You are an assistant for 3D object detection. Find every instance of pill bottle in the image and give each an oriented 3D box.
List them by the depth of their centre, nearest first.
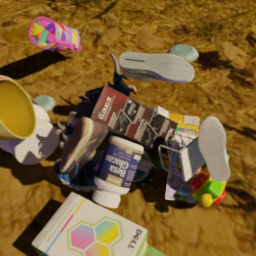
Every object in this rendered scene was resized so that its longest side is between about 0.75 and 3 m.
[{"bbox_3d":[-0.309,1.115,7.115,0.925,0.925,1.666,19,87,17],"label":"pill bottle"},{"bbox_3d":[-3.606,-0.270,8.924,1.735,1.735,2.995,-33,56,-28],"label":"pill bottle"}]

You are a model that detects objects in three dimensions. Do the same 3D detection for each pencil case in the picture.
[{"bbox_3d":[-2.798,-3.596,11.147,1.224,1.224,2.770,10,13,10],"label":"pencil case"}]

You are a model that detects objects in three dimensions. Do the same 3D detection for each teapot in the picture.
[{"bbox_3d":[-1.679,-0.054,9.380,0.689,0.931,0.943,11,63,-17],"label":"teapot"}]

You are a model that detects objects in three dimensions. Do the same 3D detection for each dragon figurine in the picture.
[{"bbox_3d":[-1.559,0.099,7.635,0.459,1.561,0.776,18,48,28],"label":"dragon figurine"},{"bbox_3d":[-0.382,-1.321,9.097,0.995,2.002,0.589,-24,26,15],"label":"dragon figurine"}]

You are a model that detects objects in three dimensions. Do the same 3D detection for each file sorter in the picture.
[{"bbox_3d":[1.476,0.539,7.063,1.234,0.856,0.768,-34,35,-30],"label":"file sorter"}]

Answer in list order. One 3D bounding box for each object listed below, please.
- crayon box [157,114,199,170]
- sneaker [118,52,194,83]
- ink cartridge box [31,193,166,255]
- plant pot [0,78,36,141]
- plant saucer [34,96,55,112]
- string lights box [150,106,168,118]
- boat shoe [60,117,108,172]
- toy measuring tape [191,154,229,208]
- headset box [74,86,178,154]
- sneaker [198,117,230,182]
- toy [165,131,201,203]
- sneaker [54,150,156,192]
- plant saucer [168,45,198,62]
[{"bbox_3d":[1.628,0.442,9.021,1.182,0.580,1.990,8,48,8],"label":"crayon box"},{"bbox_3d":[0.792,-1.664,7.984,2.143,0.758,0.782,15,77,10],"label":"sneaker"},{"bbox_3d":[-0.513,2.878,6.479,2.968,0.880,1.541,22,50,20],"label":"ink cartridge box"},{"bbox_3d":[-3.303,-0.309,7.135,1.131,1.593,1.593,-19,44,14],"label":"plant pot"},{"bbox_3d":[-3.292,-0.949,10.659,0.973,0.187,0.973,0,46,0],"label":"plant saucer"},{"bbox_3d":[0.737,-0.394,9.342,1.103,0.567,0.325,-11,67,43],"label":"string lights box"},{"bbox_3d":[-1.108,0.515,6.680,0.680,2.098,0.755,14,50,-22],"label":"boat shoe"},{"bbox_3d":[2.260,1.436,7.686,0.890,0.890,2.419,20,29,18],"label":"toy measuring tape"},{"bbox_3d":[-0.225,-0.248,7.634,2.485,1.849,0.960,26,83,-21],"label":"headset box"},{"bbox_3d":[1.949,0.424,6.528,0.623,1.686,0.691,-11,26,10],"label":"sneaker"},{"bbox_3d":[1.644,1.079,7.620,1.070,0.439,1.858,14,81,-26],"label":"toy"},{"bbox_3d":[-0.684,1.085,8.254,2.880,1.080,1.248,2,29,-5],"label":"sneaker"},{"bbox_3d":[2.591,-3.588,13.145,1.439,0.277,1.439,0,47,0],"label":"plant saucer"}]
